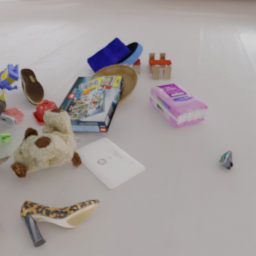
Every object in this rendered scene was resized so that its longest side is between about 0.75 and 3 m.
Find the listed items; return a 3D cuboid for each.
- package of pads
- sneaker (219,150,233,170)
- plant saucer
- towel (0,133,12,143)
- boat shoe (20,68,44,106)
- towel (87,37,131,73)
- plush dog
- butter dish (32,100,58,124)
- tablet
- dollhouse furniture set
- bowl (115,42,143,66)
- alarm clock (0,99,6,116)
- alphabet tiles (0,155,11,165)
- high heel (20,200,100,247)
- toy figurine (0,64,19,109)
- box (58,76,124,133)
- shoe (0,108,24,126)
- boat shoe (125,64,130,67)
[{"bbox_3d":[1.953,-0.963,11.224,1.375,0.863,2.282,-11,35,-20],"label":"package of pads"},{"bbox_3d":[3.142,1.030,8.812,0.400,0.340,0.914,52,37,6],"label":"sneaker"},{"bbox_3d":[-0.726,-1.738,12.163,2.505,0.444,2.505,-11,50,14],"label":"plant saucer"},{"bbox_3d":[-5.202,0.572,8.531,2.895,0.444,2.160,-8,3,-15],"label":"towel"},{"bbox_3d":[-4.245,-1.657,12.369,0.829,0.831,2.246,-3,48,-30],"label":"boat shoe"},{"bbox_3d":[-1.100,-3.789,14.761,2.190,0.543,1.617,-39,48,2],"label":"towel"},{"bbox_3d":[-2.561,0.677,8.442,1.846,1.725,2.150,-15,35,12],"label":"plush dog"},{"bbox_3d":[-3.175,-0.743,10.964,1.045,0.774,1.048,-16,37,-24],"label":"butter dish"},{"bbox_3d":[-0.644,1.030,8.860,1.380,0.145,2.120,-25,40,-32],"label":"tablet"},{"bbox_3d":[1.255,-3.448,14.793,2.068,1.077,2.091,-1,33,-1],"label":"dollhouse furniture set"},{"bbox_3d":[-0.065,-3.867,14.955,1.878,0.369,1.878,-28,36,23],"label":"bowl"},{"bbox_3d":[-4.829,-0.512,9.894,0.682,1.381,2.047,34,17,-25],"label":"alarm clock"},{"bbox_3d":[-3.934,1.100,8.198,0.031,0.804,0.966,54,34,4],"label":"alphabet tiles"},{"bbox_3d":[-1.729,1.934,6.976,1.810,0.646,1.290,-26,47,-21],"label":"high heel"},{"bbox_3d":[-5.288,-2.081,11.759,1.667,1.468,2.783,-39,41,12],"label":"toy figurine"},{"bbox_3d":[-1.447,-1.022,10.962,2.039,0.563,2.986,1,42,15],"label":"box"},{"bbox_3d":[-4.749,-0.527,10.900,1.377,0.492,0.626,18,40,17],"label":"shoe"},{"bbox_3d":[-0.596,-2.402,13.652,0.682,0.697,1.968,-4,34,43],"label":"boat shoe"}]
